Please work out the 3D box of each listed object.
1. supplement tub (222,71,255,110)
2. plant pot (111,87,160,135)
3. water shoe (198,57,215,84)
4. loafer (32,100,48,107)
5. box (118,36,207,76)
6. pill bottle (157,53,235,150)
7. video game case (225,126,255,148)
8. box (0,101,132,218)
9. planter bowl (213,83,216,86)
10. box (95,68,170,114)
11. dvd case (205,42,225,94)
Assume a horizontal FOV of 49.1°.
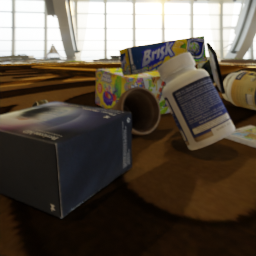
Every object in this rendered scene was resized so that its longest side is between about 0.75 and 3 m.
[{"bbox_3d":[5.761,-1.742,13.027,1.716,1.716,2.377,-9,18,-26],"label":"supplement tub"},{"bbox_3d":[0.108,-0.522,9.750,1.591,1.591,1.388,-10,1,-31],"label":"plant pot"},{"bbox_3d":[3.554,-2.195,12.121,0.873,0.791,2.212,55,10,27],"label":"water shoe"},{"bbox_3d":[-3.328,-0.524,10.436,0.798,0.862,2.293,-4,17,-28],"label":"loafer"},{"bbox_3d":[1.114,-2.310,8.990,2.673,0.859,0.936,-14,13,-16],"label":"box"},{"bbox_3d":[1.820,-0.757,7.883,1.389,2.503,1.389,-25,-4,-2],"label":"pill bottle"},{"bbox_3d":[4.181,0.304,8.857,1.555,0.188,1.708,-12,21,-33],"label":"video game case"},{"bbox_3d":[-1.554,0.424,6.200,2.478,1.527,2.458,9,21,29],"label":"box"},{"bbox_3d":[3.072,-1.798,13.525,1.970,1.326,1.970,7,29,-4],"label":"planter bowl"},{"bbox_3d":[0.324,-1.691,12.505,2.649,1.678,2.750,-9,22,-32],"label":"box"},{"bbox_3d":[3.073,-2.105,9.867,0.140,1.594,1.137,-17,32,13],"label":"dvd case"}]
